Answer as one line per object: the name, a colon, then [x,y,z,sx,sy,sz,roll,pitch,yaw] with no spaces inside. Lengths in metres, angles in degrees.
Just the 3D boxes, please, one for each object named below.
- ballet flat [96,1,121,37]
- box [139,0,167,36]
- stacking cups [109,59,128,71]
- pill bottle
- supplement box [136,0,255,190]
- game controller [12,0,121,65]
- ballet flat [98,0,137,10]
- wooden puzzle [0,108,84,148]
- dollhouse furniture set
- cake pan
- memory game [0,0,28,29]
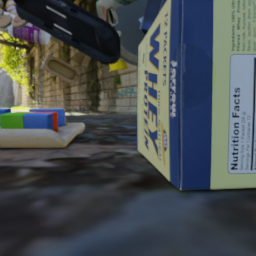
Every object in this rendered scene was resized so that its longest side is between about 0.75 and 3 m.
ballet flat: [-0.461,-2.556,7.197,0.488,1.451,0.494,1,28,25]
box: [1.957,-2.527,5.673,2.856,2.120,1.529,17,9,10]
stacking cups: [-0.478,-3.179,9.708,0.706,2.333,0.706,-7,11,1]
pill bottle: [-3.475,-3.407,9.475,1.588,0.891,0.891,11,2,-8]
supplement box: [1.067,-0.285,2.493,1.789,1.202,1.791,0,3,-6]
game controller: [-1.180,-1.985,5.211,2.358,0.497,1.230,30,-20,6]
ballet flat: [-0.280,-3.131,6.189,1.051,1.051,2.832,0,37,-1]
wooden puzzle: [-1.900,-0.057,4.460,2.161,0.540,2.333,-1,3,-2]
dollhouse furniture set: [-2.250,-2.863,10.716,1.865,1.961,1.598,25,0,-33]
cake pan: [0.509,-3.343,9.305,2.608,2.608,0.478,-1,-5,-11]
memory game: [-2.870,-3.592,7.754,2.301,2.301,0.147,1,-28,13]
